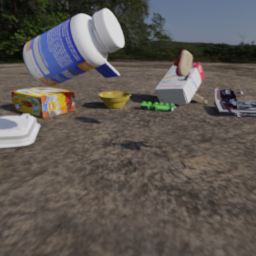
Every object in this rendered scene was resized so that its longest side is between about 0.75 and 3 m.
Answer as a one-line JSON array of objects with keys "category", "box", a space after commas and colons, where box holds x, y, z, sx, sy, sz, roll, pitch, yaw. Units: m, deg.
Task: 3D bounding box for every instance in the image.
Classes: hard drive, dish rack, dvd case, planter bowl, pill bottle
[{"category": "hard drive", "box": [-1.065, -2.610, 12.321, 0.834, 0.160, 1.265, 1, -22, 34]}, {"category": "dish rack", "box": [-4.694, 0.020, 10.556, 2.407, 0.611, 2.805, -4, 17, -10]}, {"category": "dvd case", "box": [5.773, -0.957, 13.943, 2.690, 0.333, 2.022, 3, 21, 9]}, {"category": "planter bowl", "box": [-0.725, -1.453, 15.034, 1.752, 0.730, 1.752, 0, 18, 0]}, {"category": "pill bottle", "box": [-1.441, -2.155, 7.581, 2.514, 1.409, 1.409, -18, 10, 23]}]

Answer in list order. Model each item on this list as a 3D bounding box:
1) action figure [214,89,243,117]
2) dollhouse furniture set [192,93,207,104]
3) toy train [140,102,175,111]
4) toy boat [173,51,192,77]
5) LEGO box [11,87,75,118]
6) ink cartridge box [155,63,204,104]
[{"category": "action figure", "box": [2.751, -0.681, 7.730, 0.764, 0.687, 1.026, 4, -3, 16]}, {"category": "dollhouse furniture set", "box": [3.902, -1.685, 16.693, 1.611, 0.787, 1.374, 34, 20, 13]}, {"category": "toy train", "box": [1.509, -1.079, 14.491, 1.840, 0.384, 0.519, 6, 28, 17]}, {"category": "toy boat", "box": [1.847, -2.239, 9.841, 0.590, 0.902, 0.589, 7, -11, 44]}, {"category": "LEGO box", "box": [-4.316, -1.372, 14.258, 2.652, 1.023, 1.975, 13, 22, 37]}, {"category": "ink cartridge box", "box": [2.957, -2.547, 15.960, 1.867, 1.083, 2.530, 4, 44, 38]}]
